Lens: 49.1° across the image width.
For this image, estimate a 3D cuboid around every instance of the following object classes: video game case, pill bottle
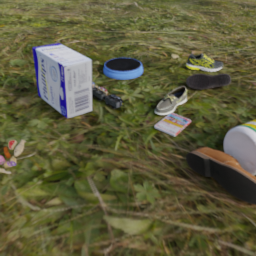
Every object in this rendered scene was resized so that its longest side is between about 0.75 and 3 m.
[{"bbox_3d":[1.803,-0.154,11.282,0.944,0.115,1.320,25,41,29],"label":"video game case"},{"bbox_3d":[4.725,0.376,9.254,2.825,1.593,1.593,-17,38,-24],"label":"pill bottle"}]

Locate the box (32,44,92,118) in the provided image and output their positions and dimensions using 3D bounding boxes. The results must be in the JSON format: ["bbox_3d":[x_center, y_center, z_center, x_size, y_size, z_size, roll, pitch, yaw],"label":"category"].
[{"bbox_3d":[-2.797,-2.068,11.991,1.345,2.358,2.564,-23,42,-35],"label":"box"}]

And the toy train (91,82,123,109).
[{"bbox_3d":[-1.319,-1.656,13.142,0.685,0.510,2.992,-23,41,-38],"label":"toy train"}]

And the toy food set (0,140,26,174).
[{"bbox_3d":[-3.724,0.838,8.737,0.718,0.178,1.129,8,69,16],"label":"toy food set"}]

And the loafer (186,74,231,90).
[{"bbox_3d":[3.960,-2.244,13.969,2.129,0.777,0.756,1,-2,4],"label":"loafer"}]

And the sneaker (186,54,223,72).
[{"bbox_3d":[4.332,-3.700,15.768,2.059,0.871,0.767,3,36,4],"label":"sneaker"}]

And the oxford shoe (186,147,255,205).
[{"bbox_3d":[3.082,1.255,8.381,0.987,0.988,2.769,-24,37,-27],"label":"oxford shoe"}]

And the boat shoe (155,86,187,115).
[{"bbox_3d":[1.907,-1.223,12.392,0.764,0.639,2.137,27,43,32],"label":"boat shoe"}]

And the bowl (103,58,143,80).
[{"bbox_3d":[-0.285,-3.370,15.676,2.233,0.438,2.233,0,34,0],"label":"bowl"}]
